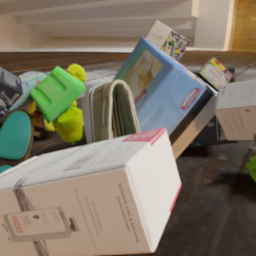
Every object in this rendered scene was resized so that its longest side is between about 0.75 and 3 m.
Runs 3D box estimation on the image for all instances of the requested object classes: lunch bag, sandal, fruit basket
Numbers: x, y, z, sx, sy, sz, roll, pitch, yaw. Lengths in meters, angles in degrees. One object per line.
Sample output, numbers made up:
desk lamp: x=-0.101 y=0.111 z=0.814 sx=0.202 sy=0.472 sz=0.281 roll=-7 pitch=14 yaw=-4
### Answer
lunch bag: x=-2.813 y=-0.954 z=7.223 sx=1.498 sy=0.577 sz=1.202 roll=-34 pitch=30 yaw=-32
sandal: x=-2.351 y=-1.019 z=9.953 sx=1.000 sy=2.516 sz=1.095 roll=36 pitch=-23 yaw=-34
fruit basket: x=-1.409 y=-0.497 z=6.474 sx=1.249 sy=1.731 sz=1.731 roll=-42 pitch=26 yaw=2

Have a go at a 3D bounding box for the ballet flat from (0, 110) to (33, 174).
ballet flat: x=-2.472 y=0.732 z=6.162 sx=0.761 sy=2.245 sz=0.812 roll=7 pitch=-4 yaw=1

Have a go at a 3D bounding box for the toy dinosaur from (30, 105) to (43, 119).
toy dinosaur: x=-2.397 y=-0.644 z=8.233 sx=0.743 sy=0.987 sz=1.454 roll=25 pitch=52 yaw=-15

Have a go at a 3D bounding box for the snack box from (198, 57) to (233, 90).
snack box: x=2.380 y=-1.464 z=7.613 sx=0.771 sy=0.548 sz=0.204 roll=38 pitch=15 yaw=-13

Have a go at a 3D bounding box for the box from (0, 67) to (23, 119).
box: x=-2.998 y=-0.725 z=5.746 sx=1.094 sy=1.201 sz=0.625 roll=30 pitch=25 yaw=-46

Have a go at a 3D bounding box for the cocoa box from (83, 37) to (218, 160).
cocoa box: x=0.471 y=-0.352 z=6.840 sx=1.827 sy=2.784 sz=1.856 roll=24 pitch=22 yaw=-34

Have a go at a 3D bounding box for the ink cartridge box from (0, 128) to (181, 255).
ink cartridge box: x=-0.668 y=0.872 z=3.974 sx=2.440 sy=1.010 sz=1.787 roll=-14 pitch=8 yaw=23

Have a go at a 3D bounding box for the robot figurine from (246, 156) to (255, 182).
robot figurine: x=3.526 y=1.135 z=6.831 sx=1.269 sy=0.837 sz=1.446 roll=21 pitch=18 yaw=-11

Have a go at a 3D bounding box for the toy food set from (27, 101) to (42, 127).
toy food set: x=-3.178 y=-0.946 z=10.709 sx=1.111 sy=1.888 sz=0.617 roll=10 pitch=-8 yaw=-15

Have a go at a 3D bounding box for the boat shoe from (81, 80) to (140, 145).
boat shoe: x=-0.188 y=0.581 z=5.157 sx=1.072 sy=2.978 sz=0.924 roll=-13 pitch=-4 yaw=-34

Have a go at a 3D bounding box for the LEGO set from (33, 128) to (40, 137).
LEGO set: x=-2.465 y=0.145 z=6.634 sx=0.829 sy=0.308 sz=0.381 roll=-6 pitch=53 yaw=-5

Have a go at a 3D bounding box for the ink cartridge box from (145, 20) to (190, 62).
ink cartridge box: x=0.835 y=-2.122 z=9.217 sx=1.284 sy=2.357 sz=0.593 roll=31 pitch=15 yaw=-4

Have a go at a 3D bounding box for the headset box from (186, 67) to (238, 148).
headset box: x=1.885 y=-0.588 z=8.616 sx=2.548 sy=2.218 sz=1.182 roll=-8 pitch=13 yaw=5

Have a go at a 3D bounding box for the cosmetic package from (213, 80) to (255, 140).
cosmetic package: x=2.796 y=-0.372 z=5.438 sx=1.901 sy=1.073 sz=0.771 roll=-4 pitch=50 yaw=37
